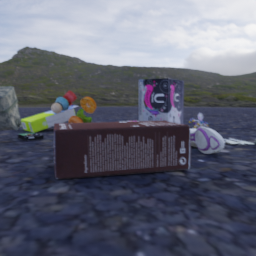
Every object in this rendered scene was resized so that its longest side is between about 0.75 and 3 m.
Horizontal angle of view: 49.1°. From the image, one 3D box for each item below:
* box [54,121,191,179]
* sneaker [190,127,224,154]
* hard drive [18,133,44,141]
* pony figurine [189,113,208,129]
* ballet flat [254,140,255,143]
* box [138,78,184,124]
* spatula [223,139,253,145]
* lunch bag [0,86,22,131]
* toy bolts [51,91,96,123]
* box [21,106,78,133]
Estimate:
[{"bbox_3d":[-0.188,0.361,5.718,2.592,0.971,1.298,-3,7,-15],"label":"box"},{"bbox_3d":[2.181,0.270,7.734,0.918,0.690,1.843,-2,6,-16],"label":"sneaker"},{"bbox_3d":[-3.431,0.310,9.845,0.629,0.170,0.900,-5,8,-39],"label":"hard drive"},{"bbox_3d":[3.410,-0.265,13.649,0.871,0.725,0.841,0,37,-30],"label":"pony figurine"},{"bbox_3d":[4.110,0.384,8.615,0.296,0.280,0.878,1,6,12],"label":"ballet flat"},{"bbox_3d":[1.171,-0.639,9.731,1.184,2.064,1.364,2,6,32],"label":"box"},{"bbox_3d":[3.364,0.431,9.086,0.831,0.096,1.195,-3,7,-15],"label":"spatula"},{"bbox_3d":[-4.363,-0.502,8.902,1.661,1.393,1.157,-5,26,1],"label":"lunch bag"},{"bbox_3d":[-2.289,-0.715,11.471,1.131,1.631,1.558,-48,1,-42],"label":"toy bolts"},{"bbox_3d":[-3.478,-0.446,12.662,2.317,0.552,1.413,-22,18,-33],"label":"box"}]
